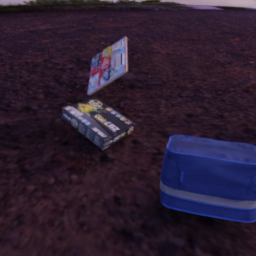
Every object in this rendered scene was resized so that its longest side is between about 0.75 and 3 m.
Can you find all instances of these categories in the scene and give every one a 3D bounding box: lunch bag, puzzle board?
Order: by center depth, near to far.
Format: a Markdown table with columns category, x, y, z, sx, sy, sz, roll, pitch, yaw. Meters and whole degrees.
| category | x | y | z | sx | sy | sz | roll | pitch | yaw |
| --- | --- | --- | --- | --- | --- | --- | --- | --- | --- |
| lunch bag | 2.040 | 1.237 | 6.721 | 2.475 | 1.638 | 1.682 | 8 | 14 | 15 |
| puzzle board | -0.828 | -2.512 | 11.061 | 1.847 | 0.213 | 2.451 | -28 | 41 | 26 |

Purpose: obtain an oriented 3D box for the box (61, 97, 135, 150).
| category | x | y | z | sx | sy | sz | roll | pitch | yaw |
| --- | --- | --- | --- | --- | --- | --- | --- | --- | --- |
| box | -1.033 | -0.231 | 9.762 | 2.038 | 0.500 | 1.643 | 35 | 39 | 24 |
